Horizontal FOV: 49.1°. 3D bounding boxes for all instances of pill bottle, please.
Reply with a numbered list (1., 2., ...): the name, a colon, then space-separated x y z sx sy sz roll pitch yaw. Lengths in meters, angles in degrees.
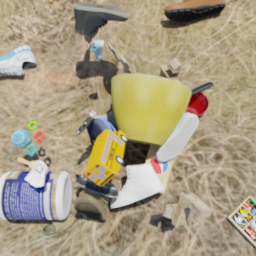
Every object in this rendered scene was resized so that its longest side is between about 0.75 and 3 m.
1. pill bottle: -3.628 2.412 10.002 2.956 1.710 1.710 0 76 0

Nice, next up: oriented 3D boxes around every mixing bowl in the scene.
1. mixing bowl: 2.400 -0.739 11.125 1.482 0.803 1.482 -3 51 4

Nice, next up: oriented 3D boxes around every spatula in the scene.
1. spatula: 2.164 -1.302 10.595 2.654 0.273 0.750 -20 45 -21

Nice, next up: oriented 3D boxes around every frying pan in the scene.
1. frying pan: -1.092 1.939 9.836 1.557 2.573 0.419 21 87 -8

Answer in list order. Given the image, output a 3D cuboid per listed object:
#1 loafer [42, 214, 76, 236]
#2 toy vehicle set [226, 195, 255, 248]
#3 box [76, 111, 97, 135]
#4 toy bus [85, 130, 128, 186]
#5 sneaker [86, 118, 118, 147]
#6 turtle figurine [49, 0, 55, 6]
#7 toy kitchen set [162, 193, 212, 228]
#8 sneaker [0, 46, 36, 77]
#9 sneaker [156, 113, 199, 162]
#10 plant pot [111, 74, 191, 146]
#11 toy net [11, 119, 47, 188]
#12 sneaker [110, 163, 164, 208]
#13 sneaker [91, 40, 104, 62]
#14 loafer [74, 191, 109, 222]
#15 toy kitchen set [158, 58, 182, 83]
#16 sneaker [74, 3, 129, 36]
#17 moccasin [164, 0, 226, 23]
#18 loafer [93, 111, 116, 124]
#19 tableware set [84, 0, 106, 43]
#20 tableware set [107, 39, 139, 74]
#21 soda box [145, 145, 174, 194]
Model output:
1. loafer: -2.568 3.618 10.351 1.342 0.452 0.510 -27 78 -6
2. toy vehicle set: 4.822 3.648 10.445 1.216 0.260 1.958 -43 80 -9
3. box: -1.280 -0.159 8.580 0.136 0.431 0.784 39 116 -2
4. toy bus: -0.566 0.709 7.775 0.777 1.984 0.646 37 118 -16
5. sneaker: -0.736 0.244 9.974 1.165 2.832 1.047 -32 75 -14
6. turtle figurine: -3.450 -6.129 12.796 0.855 0.341 1.060 38 79 9
7. toy kitchen set: 1.768 2.761 8.702 0.922 1.020 1.130 5 107 -31
8. sneaker: -4.919 -2.483 11.677 2.307 0.865 1.000 -33 84 -7
9. sneaker: 1.689 0.320 10.124 0.751 0.832 2.031 41 91 -23
10. plant pot: 0.620 -0.458 9.491 2.741 2.741 1.946 10 84 2
11. toy net: -2.996 0.857 8.991 1.136 0.418 2.166 -28 74 -2
12. sneaker: 0.103 1.979 9.890 2.147 0.791 1.241 -29 79 23
13. sneaker: -1.050 -2.588 9.314 0.382 0.933 0.345 9 60 -10
14. loafer: -1.184 2.547 9.584 0.985 2.592 0.874 8 62 5
15. toy kitchen set: 1.166 -1.735 9.737 1.195 1.081 1.325 -13 52 -18
16. sneaker: -0.926 -3.663 9.661 1.868 0.992 0.698 8 37 -1
17. moccasin: 2.867 -5.403 12.273 2.776 1.015 1.071 -17 75 -4
18. loafer: -0.725 -0.413 11.312 1.454 0.508 0.507 2 74 -12
19. tableware set: -1.316 -4.536 10.989 0.263 1.897 2.271 17 37 -21
20. tableware set: 0.215 -1.862 9.942 0.344 2.479 2.967 -35 38 11
21. soda box: 1.261 0.986 10.743 0.992 0.938 2.929 16 77 5
